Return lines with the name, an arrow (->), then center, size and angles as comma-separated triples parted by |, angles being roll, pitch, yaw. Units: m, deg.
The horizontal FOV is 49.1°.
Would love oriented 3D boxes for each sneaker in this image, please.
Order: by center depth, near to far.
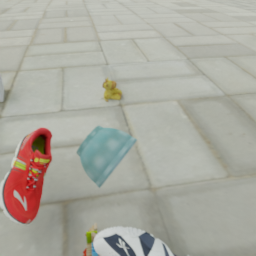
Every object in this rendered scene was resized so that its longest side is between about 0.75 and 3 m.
sneaker -> 0.277, 2.991, 5.241 | 2.520, 1.006, 1.640 | 24, 32, 9
sneaker -> -2.345, 1.013, 6.741 | 0.971, 1.070, 2.521 | 26, 42, -35

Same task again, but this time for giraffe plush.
giraffe plush -> -0.798, -1.745, 12.354 | 1.063, 0.862, 0.917 | -17, 38, -23

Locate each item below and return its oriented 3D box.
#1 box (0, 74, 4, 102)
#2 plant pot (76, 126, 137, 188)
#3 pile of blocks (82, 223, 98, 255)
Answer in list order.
box -> -6.378, -2.012, 12.006 | 1.688, 1.697, 1.454 | -11, 33, -16
plant pot -> -0.503, 0.469, 5.635 | 0.822, 1.227, 1.227 | 39, 42, 3
pile of blocks -> -0.854, 2.670, 6.290 | 0.351, 0.463, 1.129 | -4, 35, -6
